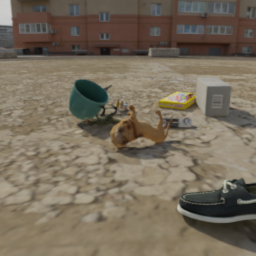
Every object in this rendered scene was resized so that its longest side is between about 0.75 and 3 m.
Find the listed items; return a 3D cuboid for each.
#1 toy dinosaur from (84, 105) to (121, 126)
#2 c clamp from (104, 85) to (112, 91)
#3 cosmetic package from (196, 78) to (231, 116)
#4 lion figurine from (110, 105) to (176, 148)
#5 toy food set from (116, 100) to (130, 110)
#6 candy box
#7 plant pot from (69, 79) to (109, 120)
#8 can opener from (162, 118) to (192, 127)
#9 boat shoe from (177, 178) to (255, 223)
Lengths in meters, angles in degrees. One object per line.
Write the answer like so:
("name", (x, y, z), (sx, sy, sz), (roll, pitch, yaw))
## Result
("toy dinosaur", (-0.837, -0.476, 11.568), (2.000, 0.881, 0.475), (2, 2, -15))
("c clamp", (-1.699, -1.694, 15.147), (1.911, 0.303, 2.236), (-18, 21, 51))
("cosmetic package", (4.322, -1.693, 14.539), (1.288, 1.525, 2.856), (1, 20, 7))
("lion figurine", (0.597, 0.082, 10.013), (2.442, 0.885, 1.496), (6, 58, -8))
("toy food set", (-0.126, -1.205, 14.503), (0.933, 0.420, 0.445), (5, -7, 28))
("candy box", (2.964, -1.593, 16.013), (1.519, 0.393, 2.972), (6, 19, 27))
("plant pot", (-1.906, -1.162, 12.660), (1.677, 1.346, 1.677), (24, 33, -17))
("can opener", (2.018, -0.213, 11.971), (1.434, 0.378, 0.477), (0, -6, -1))
("boat shoe", (2.389, 1.420, 5.777), (2.732, 0.824, 1.033), (-2, 9, 10))
